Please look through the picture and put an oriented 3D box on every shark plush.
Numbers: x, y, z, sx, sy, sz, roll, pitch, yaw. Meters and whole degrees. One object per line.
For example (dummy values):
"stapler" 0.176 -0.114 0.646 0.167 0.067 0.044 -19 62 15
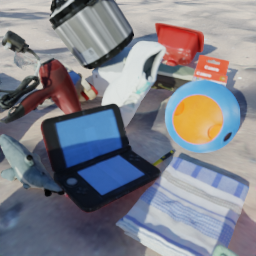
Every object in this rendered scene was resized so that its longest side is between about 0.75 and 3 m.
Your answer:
"shark plush" -1.957 0.821 5.446 0.858 0.787 1.889 -23 41 -29

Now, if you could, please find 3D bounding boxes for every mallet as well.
"mallet" 0.723 0.748 6.109 1.001 0.206 0.330 -22 40 -34

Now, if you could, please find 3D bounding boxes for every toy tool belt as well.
"toy tool belt" -1.721 -0.996 8.009 1.143 1.162 1.861 -44 45 -7

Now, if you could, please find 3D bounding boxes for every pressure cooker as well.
"pressure cooker" -1.148 -3.148 8.235 2.005 2.279 2.036 -37 25 2

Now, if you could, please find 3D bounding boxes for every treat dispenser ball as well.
"treat dispenser ball" 1.628 -0.248 6.200 1.597 1.597 1.597 0 35 0

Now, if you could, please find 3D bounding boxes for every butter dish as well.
"butter dish" 1.779 -2.896 10.434 1.808 1.336 1.803 18 -3 15

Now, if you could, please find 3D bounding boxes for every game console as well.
"game console" -0.441 0.423 5.152 1.795 1.065 1.547 -18 36 -38

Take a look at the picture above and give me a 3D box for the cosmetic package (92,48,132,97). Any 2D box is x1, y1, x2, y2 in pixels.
"cosmetic package" -0.197 -1.872 9.184 1.249 0.898 2.213 7 37 16

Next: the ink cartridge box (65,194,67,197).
"ink cartridge box" -0.996 0.935 5.671 0.819 0.345 0.593 -19 39 -25

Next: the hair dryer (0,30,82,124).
"hair dryer" -2.075 -0.799 6.610 0.706 2.598 1.979 -4 69 42

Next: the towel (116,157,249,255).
"towel" 1.079 1.370 4.991 1.662 0.269 2.263 21 36 27

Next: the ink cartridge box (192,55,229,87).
"ink cartridge box" 2.197 -1.208 7.695 0.890 1.634 0.411 15 -3 10

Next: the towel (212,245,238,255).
"towel" 1.823 2.737 2.686 2.790 0.326 2.128 28 46 18

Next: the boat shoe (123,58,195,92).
"boat shoe" 0.985 -1.456 8.170 2.523 0.760 0.899 7 34 -21

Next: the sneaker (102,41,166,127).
"sneaker" 0.144 -0.960 6.714 0.903 2.399 1.062 21 6 -31
